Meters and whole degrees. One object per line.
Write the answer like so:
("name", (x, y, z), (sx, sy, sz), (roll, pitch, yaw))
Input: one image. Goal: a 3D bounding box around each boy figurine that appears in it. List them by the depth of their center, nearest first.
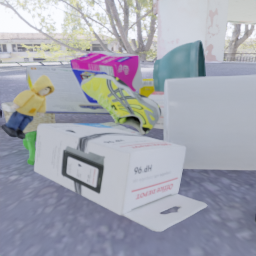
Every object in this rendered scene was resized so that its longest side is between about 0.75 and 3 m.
("boy figurine", (-2.085, -0.461, 6.089), (0.466, 1.447, 0.900), (38, 3, 28))

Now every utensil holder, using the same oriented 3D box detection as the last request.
("utensil holder", (1.867, -0.105, 5.530), (2.269, 1.928, 1.928), (0, 16, 4))

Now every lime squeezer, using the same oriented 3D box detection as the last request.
("lime squeezer", (-1.937, 0.258, 6.769), (0.872, 0.466, 2.470), (0, 12, 17))

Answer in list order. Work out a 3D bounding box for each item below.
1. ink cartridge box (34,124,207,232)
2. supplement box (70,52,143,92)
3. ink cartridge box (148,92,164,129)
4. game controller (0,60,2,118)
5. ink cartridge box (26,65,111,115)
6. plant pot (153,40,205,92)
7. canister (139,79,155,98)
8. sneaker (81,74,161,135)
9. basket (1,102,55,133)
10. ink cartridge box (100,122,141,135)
("ink cartridge box", (-0.134, 0.574, 4.534), (2.600, 0.882, 1.508), (14, 10, 38))
("supplement box", (-0.947, -2.318, 11.976), (2.849, 1.472, 1.442), (17, 38, 38))
("ink cartridge box", (1.048, -0.510, 8.765), (1.145, 0.663, 1.965), (7, 27, 22))
("game controller", (-4.051, -1.077, 8.364), (0.446, 2.120, 1.106), (2, 25, -20))
("ink cartridge box", (-1.430, -0.946, 8.289), (2.680, 0.637, 2.712), (0, 38, -29))
("plant pot", (1.916, -1.876, 10.479), (1.699, 2.535, 2.535), (-1, 15, 20))
("canister", (1.741, -1.738, 12.687), (2.295, 0.993, 1.705), (2, 16, 10))
("sneaker", (-0.241, -0.616, 7.017), (2.179, 0.821, 0.832), (26, 56, 3))
("basket", (-2.901, -0.367, 8.250), (1.318, 0.813, 0.893), (-12, 17, -35))
("ink cartridge box", (-0.416, 0.279, 6.581), (0.912, 0.525, 1.249), (-9, 17, -34))
